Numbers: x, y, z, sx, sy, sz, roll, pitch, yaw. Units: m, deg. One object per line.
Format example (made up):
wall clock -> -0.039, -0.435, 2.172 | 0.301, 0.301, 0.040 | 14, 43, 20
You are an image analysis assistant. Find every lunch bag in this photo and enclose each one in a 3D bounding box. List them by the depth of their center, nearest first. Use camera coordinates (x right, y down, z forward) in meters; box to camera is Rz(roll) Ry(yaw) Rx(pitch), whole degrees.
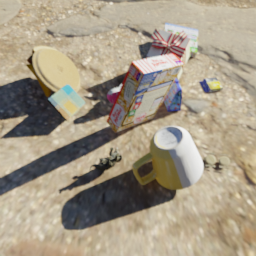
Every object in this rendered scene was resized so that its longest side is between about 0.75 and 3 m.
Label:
lunch bag -> 1.796, -1.388, 11.049 | 0.564, 1.199, 0.903 | -4, 46, -8

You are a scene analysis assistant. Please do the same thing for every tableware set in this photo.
tableware set -> 3.017, 1.139, 9.516 | 0.823, 0.165, 0.544 | 5, 59, 9

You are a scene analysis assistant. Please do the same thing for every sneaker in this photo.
sneaker -> 0.024, -1.505, 11.407 | 2.131, 0.867, 0.940 | -15, 48, -31

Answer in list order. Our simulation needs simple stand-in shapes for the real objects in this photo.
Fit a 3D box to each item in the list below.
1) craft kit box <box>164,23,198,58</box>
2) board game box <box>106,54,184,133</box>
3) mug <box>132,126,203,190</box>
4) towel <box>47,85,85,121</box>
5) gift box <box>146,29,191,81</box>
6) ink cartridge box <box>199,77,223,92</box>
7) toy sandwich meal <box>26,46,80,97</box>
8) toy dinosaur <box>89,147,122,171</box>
craft kit box -> 2.588, -4.394, 14.009 | 1.760, 0.427, 1.738 | 12, 55, 1
board game box -> 0.543, -1.152, 9.566 | 2.015, 2.661, 0.616 | -21, 61, -40
mug -> 1.282, 0.938, 8.491 | 1.598, 1.638, 1.995 | 20, 59, 35
towel -> -2.359, -1.003, 10.795 | 1.070, 0.158, 1.459 | 49, 37, -12
gift box -> 1.755, -3.279, 12.100 | 1.612, 1.631, 1.747 | 18, 80, 16
ink cartridge box -> 3.612, -1.896, 12.236 | 0.788, 0.185, 0.779 | -7, 48, -8
toy sandwich meal -> -3.141, -2.296, 11.738 | 2.542, 0.870, 2.542 | 32, 42, -34
toy dinosaur -> -0.620, 1.110, 9.098 | 0.547, 0.727, 1.422 | 30, 51, 24
